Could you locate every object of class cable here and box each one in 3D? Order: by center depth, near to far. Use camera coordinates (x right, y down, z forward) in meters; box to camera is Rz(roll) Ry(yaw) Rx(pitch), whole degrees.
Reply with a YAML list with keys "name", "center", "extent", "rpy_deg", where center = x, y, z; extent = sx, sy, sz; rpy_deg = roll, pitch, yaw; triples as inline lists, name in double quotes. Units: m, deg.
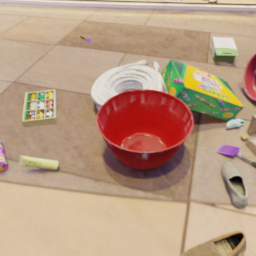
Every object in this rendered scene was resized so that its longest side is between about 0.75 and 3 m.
- name: "cable"
  center: [0.022, -1.463, 11.455]
  extent: [2.997, 1.038, 2.997]
  rpy_deg: [-9, 45, 0]

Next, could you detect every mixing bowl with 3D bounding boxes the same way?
- name: "mixing bowl"
  center: [0.512, 0.219, 9.184]
  extent: [2.985, 1.617, 2.985]
  rpy_deg: [0, 44, 0]

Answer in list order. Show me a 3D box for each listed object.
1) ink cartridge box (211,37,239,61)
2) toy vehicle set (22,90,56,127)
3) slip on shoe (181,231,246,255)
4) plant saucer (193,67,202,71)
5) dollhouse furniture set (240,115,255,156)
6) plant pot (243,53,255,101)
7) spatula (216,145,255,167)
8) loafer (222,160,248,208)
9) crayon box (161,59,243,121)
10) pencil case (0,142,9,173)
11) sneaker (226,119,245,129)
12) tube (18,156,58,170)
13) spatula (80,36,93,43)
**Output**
- name: "ink cartridge box"
  center: [5.105, -4.088, 14.942]
  extent: [1.121, 0.640, 2.159]
  rpy_deg: [5, 41, 6]
- name: "toy vehicle set"
  center: [-3.610, -0.859, 11.499]
  extent: [1.255, 0.268, 2.019]
  rpy_deg: [-8, 41, -9]
- name: "slip on shoe"
  center: [2.012, 3.047, 6.722]
  extent: [1.976, 0.599, 0.751]
  rpy_deg: [-14, 43, -15]
- name: "plant saucer"
  center: [2.961, -2.521, 13.429]
  extent: [1.657, 0.267, 1.657]
  rpy_deg: [0, 42, 0]
- name: "dollhouse furniture set"
  center: [4.769, 0.439, 9.558]
  extent: [0.991, 0.846, 1.911]
  rpy_deg: [-12, 43, -14]
- name: "plant pot"
  center: [6.346, -2.120, 11.705]
  extent: [1.986, 2.219, 2.219]
  rpy_deg: [3, 38, -21]
- name: "spatula"
  center: [3.990, 1.060, 9.315]
  extent: [2.047, 0.210, 0.578]
  rpy_deg: [30, 46, 30]
- name: "loafer"
  center: [3.239, 1.575, 8.434]
  extent: [0.589, 0.587, 1.683]
  rpy_deg: [-1, 41, -1]
- name: "crayon box"
  center: [2.775, -1.390, 10.601]
  extent: [2.863, 0.834, 1.700]
  rpy_deg: [14, 41, -26]
- name: "pencil case"
  center: [-4.313, 0.942, 9.224]
  extent: [0.543, 0.543, 1.229]
  rpy_deg: [-19, 43, -20]
- name: "sneaker"
  center: [4.083, -0.150, 10.601]
  extent: [0.808, 0.299, 0.331]
  rpy_deg: [-23, 24, -24]
- name: "tube"
  center: [-2.847, 1.138, 8.897]
  extent: [1.194, 0.346, 0.310]
  rpy_deg: [11, -6, -17]
- name: "spatula"
  center: [-2.551, -5.322, 16.787]
  extent: [1.020, 0.105, 0.288]
  rpy_deg: [31, 49, 31]
